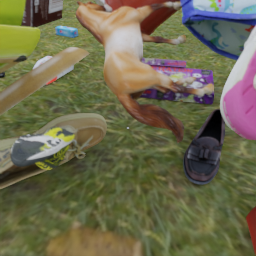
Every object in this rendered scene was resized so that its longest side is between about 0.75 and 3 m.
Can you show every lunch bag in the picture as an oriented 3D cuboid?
[{"bbox_3d":[1.843,-2.480,4.972,2.284,1.942,1.456,7,-11,-31],"label":"lunch bag"}]

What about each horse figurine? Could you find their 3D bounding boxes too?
[{"bbox_3d":[0.197,-1.121,4.400,1.831,0.689,2.762,-4,66,-13],"label":"horse figurine"}]

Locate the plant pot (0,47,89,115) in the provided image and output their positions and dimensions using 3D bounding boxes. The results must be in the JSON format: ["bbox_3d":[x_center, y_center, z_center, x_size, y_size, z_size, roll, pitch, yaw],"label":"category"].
[{"bbox_3d":[-1.537,-0.767,4.624,2.021,0.278,2.021,-31,16,10],"label":"plant pot"}]

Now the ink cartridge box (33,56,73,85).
[{"bbox_3d":[-2.729,-1.982,9.456,1.132,0.350,1.395,17,37,22],"label":"ink cartridge box"}]

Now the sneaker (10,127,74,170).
[{"bbox_3d":[-1.075,0.353,3.697,0.459,0.521,1.232,18,14,13],"label":"sneaker"}]

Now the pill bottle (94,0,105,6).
[{"bbox_3d":[0.324,-4.328,7.607,2.819,1.611,1.611,-48,43,9],"label":"pill bottle"}]

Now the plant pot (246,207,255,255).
[{"bbox_3d":[2.394,1.534,4.380,0.760,0.670,0.759,4,37,5],"label":"plant pot"}]

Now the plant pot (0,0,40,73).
[{"bbox_3d":[-2.038,-1.215,2.715,1.765,1.602,1.757,-14,6,34],"label":"plant pot"}]

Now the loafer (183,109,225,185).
[{"bbox_3d":[1.699,0.303,6.062,0.746,0.654,2.076,15,39,19],"label":"loafer"}]

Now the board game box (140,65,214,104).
[{"bbox_3d":[1.215,-1.413,8.665,2.730,0.441,1.639,6,33,9],"label":"board game box"}]

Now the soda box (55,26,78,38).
[{"bbox_3d":[-2.795,-4.382,12.736,1.006,0.323,0.341,18,40,22],"label":"soda box"}]

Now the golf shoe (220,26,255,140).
[{"bbox_3d":[1.796,-0.822,3.150,2.768,1.042,1.267,-42,9,-22],"label":"golf shoe"}]

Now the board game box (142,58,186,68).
[{"bbox_3d":[1.124,-2.246,9.599,1.693,0.273,1.016,7,10,9],"label":"board game box"}]

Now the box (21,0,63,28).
[{"bbox_3d":[-2.795,-3.600,6.884,1.956,1.623,1.606,18,34,8],"label":"box"}]

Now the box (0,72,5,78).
[{"bbox_3d":[-4.711,-1.863,9.391,0.977,0.216,0.783,-17,39,-22],"label":"box"}]

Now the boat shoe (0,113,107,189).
[{"bbox_3d":[-1.598,0.499,5.666,2.641,0.968,0.828,-22,45,-12],"label":"boat shoe"}]

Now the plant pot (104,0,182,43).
[{"bbox_3d":[0.431,-2.574,5.522,1.283,1.319,1.319,-23,20,38],"label":"plant pot"}]
